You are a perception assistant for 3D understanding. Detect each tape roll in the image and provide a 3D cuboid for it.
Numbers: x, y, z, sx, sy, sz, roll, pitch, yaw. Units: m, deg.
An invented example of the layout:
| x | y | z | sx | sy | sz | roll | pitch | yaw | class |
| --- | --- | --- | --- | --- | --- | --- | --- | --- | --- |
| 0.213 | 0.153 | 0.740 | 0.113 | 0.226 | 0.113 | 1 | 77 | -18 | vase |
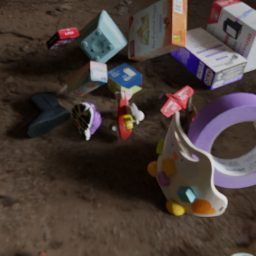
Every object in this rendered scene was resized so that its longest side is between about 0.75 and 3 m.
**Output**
| x | y | z | sx | sy | sz | roll | pitch | yaw | class |
| --- | --- | --- | --- | --- | --- | --- | --- | --- | --- |
| 2.706 | 0.359 | 6.942 | 2.333 | 2.333 | 0.765 | -1 | 28 | -1 | tape roll |

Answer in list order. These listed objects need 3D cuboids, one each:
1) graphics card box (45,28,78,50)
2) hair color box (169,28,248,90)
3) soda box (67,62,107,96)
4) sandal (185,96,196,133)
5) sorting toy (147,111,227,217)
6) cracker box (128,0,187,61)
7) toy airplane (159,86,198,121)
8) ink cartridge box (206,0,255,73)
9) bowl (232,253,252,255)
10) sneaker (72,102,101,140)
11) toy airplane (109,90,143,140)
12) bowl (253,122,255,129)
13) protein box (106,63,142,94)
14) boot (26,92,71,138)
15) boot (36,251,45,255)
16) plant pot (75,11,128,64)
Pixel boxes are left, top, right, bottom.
| x | y | z | sx | sy | sz | roll | pitch | yaw | class |
| --- | --- | --- | --- | --- | --- | --- | --- | --- | --- |
| -2.284 | -3.050 | 9.623 | 0.729 | 0.296 | 1.163 | -27 | 11 | -37 | graphics card box |
| 3.229 | -2.983 | 11.708 | 1.626 | 0.964 | 2.975 | -21 | 50 | -18 | hair color box |
| -1.467 | -1.628 | 9.610 | 0.603 | 1.896 | 0.648 | 2 | 79 | -35 | soda box |
| 1.634 | -0.342 | 7.256 | 0.268 | 0.981 | 0.401 | 2 | 16 | 20 | sandal |
| 1.466 | 0.852 | 7.365 | 1.399 | 2.358 | 2.620 | -17 | 51 | -14 | sorting toy |
| 1.053 | -3.790 | 10.979 | 0.773 | 1.795 | 2.680 | 1 | -1 | -35 | cracker box |
| 1.991 | -0.730 | 9.843 | 1.954 | 0.359 | 1.954 | 6 | 48 | -7 | toy airplane |
| 4.627 | -3.950 | 11.863 | 1.128 | 1.984 | 2.723 | -19 | 51 | -16 | ink cartridge box |
| 2.575 | 3.471 | 6.188 | 1.175 | 0.632 | 1.175 | 0 | 49 | 1 | bowl |
| -0.951 | -0.266 | 6.762 | 0.636 | 1.524 | 0.614 | -40 | 81 | -20 | sneaker |
| 0.001 | -0.524 | 9.094 | 1.036 | 1.462 | 1.468 | 7 | 49 | -11 | toy airplane |
| 3.973 | 0.054 | 7.963 | 0.366 | 0.980 | 0.979 | -25 | 62 | 11 | bowl |
| -0.177 | -1.802 | 10.790 | 1.016 | 0.690 | 1.023 | -32 | 55 | -23 | protein box |
| -3.044 | -0.521 | 9.695 | 1.701 | 0.650 | 1.430 | -32 | 59 | -33 | boot |
| -1.454 | 3.352 | 6.427 | 1.312 | 0.449 | 1.235 | -10 | 49 | -10 | boot |
| -1.026 | -3.145 | 10.254 | 1.497 | 1.502 | 1.529 | -35 | 22 | 16 | plant pot |
